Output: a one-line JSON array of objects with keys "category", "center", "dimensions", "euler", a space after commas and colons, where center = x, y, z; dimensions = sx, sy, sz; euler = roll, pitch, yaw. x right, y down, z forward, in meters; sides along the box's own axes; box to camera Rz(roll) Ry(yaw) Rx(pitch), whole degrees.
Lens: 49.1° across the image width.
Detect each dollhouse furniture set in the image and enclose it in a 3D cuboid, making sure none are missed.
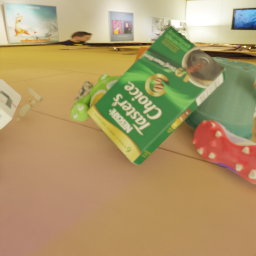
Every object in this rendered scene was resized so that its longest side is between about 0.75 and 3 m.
[{"category": "dollhouse furniture set", "center": [-3.473, -0.790, 9.439], "dimensions": [1.083, 0.529, 0.924], "euler": [-48, 10, -6]}]

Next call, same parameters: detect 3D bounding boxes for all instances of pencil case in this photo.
[{"category": "pencil case", "center": [-1.632, -1.300, 10.458], "dimensions": [0.388, 0.997, 0.446], "euler": [44, 42, 6]}]

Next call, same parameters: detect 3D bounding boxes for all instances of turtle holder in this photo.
[{"category": "turtle holder", "center": [-0.359, -0.623, 7.566], "dimensions": [2.090, 1.588, 1.484], "euler": [25, 18, -33]}]

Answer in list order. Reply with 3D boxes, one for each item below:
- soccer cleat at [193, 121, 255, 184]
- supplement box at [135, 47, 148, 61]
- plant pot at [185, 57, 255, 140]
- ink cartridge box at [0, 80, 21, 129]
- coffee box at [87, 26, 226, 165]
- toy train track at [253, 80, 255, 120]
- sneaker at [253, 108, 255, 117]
[{"category": "soccer cleat", "center": [2.374, 0.533, 6.150], "dimensions": [1.014, 0.885, 2.653], "euler": [20, 8, -21]}, {"category": "supplement box", "center": [0.740, -1.651, 9.652], "dimensions": [0.824, 2.395, 0.797], "euler": [13, 66, 14]}, {"category": "plant pot", "center": [2.747, -0.870, 7.773], "dimensions": [1.921, 1.882, 1.921], "euler": [8, 24, -4]}, {"category": "ink cartridge box", "center": [-3.657, -0.296, 7.201], "dimensions": [1.392, 0.800, 2.378], "euler": [-40, 25, 5]}, {"category": "coffee box", "center": [0.585, -0.708, 6.256], "dimensions": [1.701, 2.767, 0.609], "euler": [48, 5, 21]}, {"category": "toy train track", "center": [3.532, -0.726, 7.297], "dimensions": [0.463, 1.632, 2.845], "euler": [19, -7, 35]}, {"category": "sneaker", "center": [3.366, -1.259, 10.139], "dimensions": [1.114, 1.128, 2.841], "euler": [-26, 29, -23]}]
